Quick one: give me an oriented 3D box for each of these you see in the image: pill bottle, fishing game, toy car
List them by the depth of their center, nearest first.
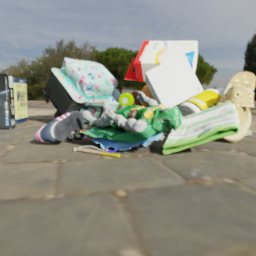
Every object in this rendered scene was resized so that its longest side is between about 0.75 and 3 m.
[{"bbox_3d":[0.004,0.222,6.237,1.587,0.345,2.216,4,21,29],"label":"fishing game"},{"bbox_3d":[2.236,-0.542,8.105,1.773,0.986,0.986,-29,23,-33],"label":"pill bottle"},{"bbox_3d":[0.330,-0.295,8.105,1.436,1.133,1.180,34,15,6],"label":"toy car"}]

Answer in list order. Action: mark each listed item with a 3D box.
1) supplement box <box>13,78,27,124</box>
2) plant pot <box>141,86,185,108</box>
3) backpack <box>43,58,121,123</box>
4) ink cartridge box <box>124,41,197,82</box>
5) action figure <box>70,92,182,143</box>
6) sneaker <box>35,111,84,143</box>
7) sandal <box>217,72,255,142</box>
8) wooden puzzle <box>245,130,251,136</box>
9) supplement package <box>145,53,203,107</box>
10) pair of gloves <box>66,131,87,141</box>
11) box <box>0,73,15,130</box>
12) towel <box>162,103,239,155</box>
[{"bbox_3d":[-5.166,-1.107,11.337,1.778,1.776,1.193,0,7,0],"label":"supplement box"},{"bbox_3d":[1.290,-0.866,9.308,1.081,1.545,1.545,-19,-8,41],"label":"plant pot"},{"bbox_3d":[-1.569,-1.413,11.063,2.774,2.088,2.462,3,38,-50],"label":"backpack"},{"bbox_3d":[1.093,-2.295,9.628,2.392,0.804,1.390,5,48,17],"label":"ink cartridge box"},{"bbox_3d":[0.058,-0.209,5.745,1.712,0.793,2.898,-30,18,-30],"label":"action figure"},{"bbox_3d":[-1.639,-0.046,6.880,0.667,0.570,1.626,-11,8,18],"label":"sneaker"},{"bbox_3d":[2.755,-0.849,7.146,0.933,0.837,2.544,11,49,26],"label":"sandal"},{"bbox_3d":[2.812,0.140,7.971,1.669,0.117,0.990,-8,10,-40],"label":"wooden puzzle"},{"bbox_3d":[1.204,-1.189,7.792,1.125,1.117,1.482,-27,1,3],"label":"supplement package"},{"bbox_3d":[-1.034,0.114,7.728,1.667,0.206,1.486,-2,8,-6],"label":"pair of gloves"},{"bbox_3d":[-4.539,-0.873,9.221,1.469,1.834,0.399,1,7,1],"label":"box"},{"bbox_3d":[1.548,-0.069,5.930,1.501,0.309,2.012,-21,8,22],"label":"towel"}]
